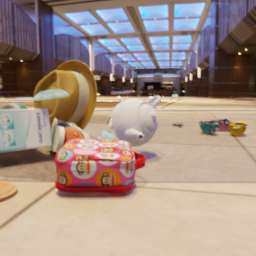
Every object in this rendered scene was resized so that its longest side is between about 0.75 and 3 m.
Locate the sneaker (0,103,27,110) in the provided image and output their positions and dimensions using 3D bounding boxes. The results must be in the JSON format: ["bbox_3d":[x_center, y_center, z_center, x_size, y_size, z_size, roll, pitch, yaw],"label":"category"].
[{"bbox_3d":[-4.478,-0.173,9.733,2.302,0.821,0.920,-24,4,15],"label":"sneaker"}]

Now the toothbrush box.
[{"bbox_3d":[-3.612,0.145,7.561,2.545,1.085,1.863,-6,-2,-35],"label":"toothbrush box"}]

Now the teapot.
[{"bbox_3d":[0.349,-0.231,7.782,1.083,1.483,1.463,-22,-19,37],"label":"teapot"}]

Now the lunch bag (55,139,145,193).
[{"bbox_3d":[-0.524,0.710,5.938,1.769,0.823,2.008,0,9,-1],"label":"lunch bag"}]

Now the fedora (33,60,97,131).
[{"bbox_3d":[-2.497,-1.084,10.121,3.001,3.001,1.224,6,-2,32],"label":"fedora"}]

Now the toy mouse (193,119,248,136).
[{"bbox_3d":[3.860,-0.061,12.001,2.382,0.519,2.680,6,10,34],"label":"toy mouse"}]

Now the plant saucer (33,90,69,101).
[{"bbox_3d":[-2.145,-0.929,7.734,0.991,0.191,0.991,-7,13,2],"label":"plant saucer"}]

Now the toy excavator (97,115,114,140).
[{"bbox_3d":[-0.569,0.212,7.684,0.505,1.010,0.983,24,9,-14],"label":"toy excavator"}]

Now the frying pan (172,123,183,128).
[{"bbox_3d":[2.412,-0.139,13.852,0.597,0.161,0.987,3,6,20],"label":"frying pan"}]

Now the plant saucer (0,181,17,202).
[{"bbox_3d":[-2.562,1.173,5.176,0.961,0.155,0.961,-1,9,0],"label":"plant saucer"}]

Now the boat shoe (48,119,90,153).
[{"bbox_3d":[-1.800,0.288,8.233,0.869,0.989,2.777,8,1,-22],"label":"boat shoe"}]
